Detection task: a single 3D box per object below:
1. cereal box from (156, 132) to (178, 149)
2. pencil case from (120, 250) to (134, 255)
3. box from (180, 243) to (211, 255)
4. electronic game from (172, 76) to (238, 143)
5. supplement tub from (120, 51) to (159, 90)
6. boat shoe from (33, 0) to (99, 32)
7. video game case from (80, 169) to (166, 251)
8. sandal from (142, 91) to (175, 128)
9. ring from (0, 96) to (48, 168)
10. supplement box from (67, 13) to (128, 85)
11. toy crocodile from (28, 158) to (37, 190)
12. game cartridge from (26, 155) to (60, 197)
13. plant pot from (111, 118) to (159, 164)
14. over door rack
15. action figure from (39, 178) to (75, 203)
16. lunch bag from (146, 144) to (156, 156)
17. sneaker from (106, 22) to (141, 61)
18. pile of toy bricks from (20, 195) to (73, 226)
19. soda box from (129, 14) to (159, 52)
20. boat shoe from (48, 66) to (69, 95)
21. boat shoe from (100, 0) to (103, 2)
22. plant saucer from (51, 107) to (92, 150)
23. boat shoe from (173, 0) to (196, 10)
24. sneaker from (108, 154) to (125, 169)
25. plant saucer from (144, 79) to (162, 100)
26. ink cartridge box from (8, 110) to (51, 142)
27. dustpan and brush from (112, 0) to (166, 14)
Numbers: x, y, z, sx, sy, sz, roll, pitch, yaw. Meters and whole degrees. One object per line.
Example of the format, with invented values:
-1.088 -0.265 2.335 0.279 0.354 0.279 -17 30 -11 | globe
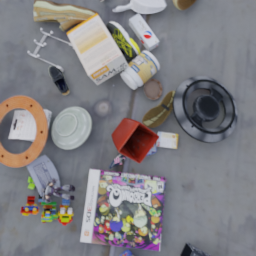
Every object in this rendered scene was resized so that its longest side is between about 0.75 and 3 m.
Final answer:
1.499 0.480 10.765 0.795 0.157 0.572 8 80 5 | cereal box
0.381 5.401 9.711 0.982 0.882 2.261 -41 84 -3 | pencil case
2.494 5.232 9.669 1.666 1.050 1.694 27 83 2 | box
2.922 -0.728 10.536 2.657 0.553 2.657 4 72 -13 | electronic game
0.450 -2.195 10.744 1.314 0.951 0.951 -43 84 -6 | supplement tub
-2.489 -4.361 11.180 2.662 0.954 1.014 12 100 10 | boat shoe
-0.152 2.951 10.245 2.888 0.517 2.618 7 82 1 | video game case
1.300 -0.672 10.761 0.714 0.480 1.778 43 88 8 | sandal
-4.026 0.126 10.268 2.626 0.252 2.626 -2 85 19 | ring
-1.167 -2.951 10.539 1.438 0.839 2.283 -30 67 6 | supplement box
-3.526 1.720 10.521 0.397 0.363 1.177 9 79 -19 | toy crocodile
-3.096 1.733 10.359 0.887 0.272 1.332 -25 91 -23 | game cartridge
0.131 0.334 10.104 1.238 1.237 1.091 -53 42 3 | plant pot
-3.045 -3.135 11.105 1.596 0.532 1.179 27 84 4 | over door rack
-2.538 2.217 9.838 1.376 0.477 0.895 -1 72 20 | action figure
0.723 0.697 10.668 0.616 0.290 0.769 -15 82 -1 | lunch bag
-0.317 -3.418 11.065 0.769 0.676 1.816 -42 82 -2 | sneaker
-2.931 3.088 10.156 1.787 0.991 0.882 7 110 -15 | pile of toy bricks
0.624 -3.806 11.230 0.490 0.458 1.440 -34 83 -5 | soda box
-2.725 -1.905 10.988 0.497 0.414 1.331 -29 82 -2 | boat shoe
-0.894 -5.623 11.478 0.334 0.387 1.065 42 75 -31 | boat shoe
-2.199 -0.058 10.410 1.710 0.429 1.710 -7 68 17 | plant saucer
2.475 -5.959 11.327 0.889 1.039 2.836 19 74 41 | boat shoe
-0.411 1.306 10.465 0.316 0.270 0.770 39 59 14 | sneaker
0.964 -1.502 10.942 0.817 0.131 0.817 -1 93 -22 | plant saucer
-3.752 -0.083 10.734 1.502 0.376 1.209 -1 71 20 | ink cartridge box
0.365 -5.067 11.371 2.033 0.582 1.419 -12 65 -11 | dustpan and brush
